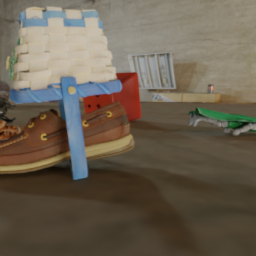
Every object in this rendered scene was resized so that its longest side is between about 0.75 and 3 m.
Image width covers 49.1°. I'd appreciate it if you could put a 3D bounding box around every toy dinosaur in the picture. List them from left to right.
[{"bbox_3d":[-3.748,-0.058,7.879,2.141,1.094,1.453,28,28,-29],"label":"toy dinosaur"}]

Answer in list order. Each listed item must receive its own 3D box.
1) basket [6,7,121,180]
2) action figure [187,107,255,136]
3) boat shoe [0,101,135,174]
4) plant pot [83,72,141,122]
[{"bbox_3d":[-1.111,-0.590,4.965,1.798,2.585,2.280,-12,9,-16],"label":"basket"},{"bbox_3d":[3.388,-0.152,9.077,2.708,0.740,1.599,7,5,-1],"label":"action figure"},{"bbox_3d":[-1.312,0.152,4.809,2.782,0.940,1.001,-10,5,-8],"label":"boat shoe"},{"bbox_3d":[-0.876,-1.253,13.008,2.276,2.274,2.006,3,21,25],"label":"plant pot"}]
